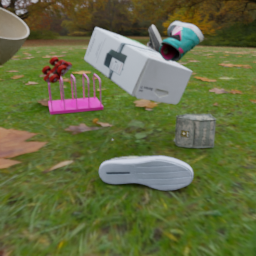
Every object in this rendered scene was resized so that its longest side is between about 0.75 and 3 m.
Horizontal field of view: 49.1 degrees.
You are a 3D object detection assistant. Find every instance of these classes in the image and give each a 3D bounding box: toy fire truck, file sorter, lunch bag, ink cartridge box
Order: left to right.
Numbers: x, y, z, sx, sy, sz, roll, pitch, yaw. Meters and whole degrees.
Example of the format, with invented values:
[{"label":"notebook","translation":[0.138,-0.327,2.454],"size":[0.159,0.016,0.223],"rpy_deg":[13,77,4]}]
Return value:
[{"label":"toy fire truck","translation":[-3.133,-2.483,12.451],"size":[0.715,1.275,1.071],"rpy_deg":[47,10,13]},{"label":"file sorter","translation":[-2.727,-1.812,14.122],"size":[2.573,1.614,1.788],"rpy_deg":[-7,22,-16]},{"label":"ink cartridge box","translation":[0.263,-1.950,8.805],"size":[2.076,1.176,2.832],"rpy_deg":[3,29,-43]},{"label":"lunch bag","translation":[2.317,0.109,9.900],"size":[1.348,1.106,0.793],"rpy_deg":[-2,19,-3]}]

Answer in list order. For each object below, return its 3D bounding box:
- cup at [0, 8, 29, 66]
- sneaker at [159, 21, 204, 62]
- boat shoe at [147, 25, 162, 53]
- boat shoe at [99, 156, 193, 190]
[{"label":"cup","translation":[-3.459,-2.203,7.017],"size":[1.599,1.143,1.599],"rpy_deg":[24,34,-17]},{"label":"sneaker","translation":[0.949,-1.763,5.844],"size":[0.771,0.534,1.277],"rpy_deg":[-40,26,1]},{"label":"boat shoe","translation":[1.093,-2.631,10.288],"size":[0.682,2.394,0.800],"rpy_deg":[-21,51,14]},{"label":"boat shoe","translation":[0.479,1.102,7.708],"size":[2.547,0.917,0.790],"rpy_deg":[3,17,12]}]
